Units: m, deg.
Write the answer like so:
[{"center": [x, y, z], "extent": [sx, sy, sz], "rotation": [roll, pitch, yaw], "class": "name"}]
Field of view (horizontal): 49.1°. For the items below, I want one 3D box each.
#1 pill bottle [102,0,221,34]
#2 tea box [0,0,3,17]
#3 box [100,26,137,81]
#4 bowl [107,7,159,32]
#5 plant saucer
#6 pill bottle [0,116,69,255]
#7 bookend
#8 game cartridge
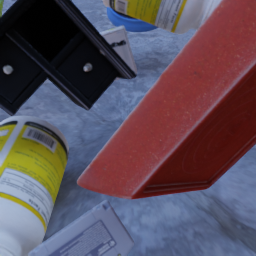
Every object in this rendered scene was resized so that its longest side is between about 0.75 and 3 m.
[{"center": [0.836, -2.977, 6.164], "extent": [2.565, 1.442, 1.442], "rotation": [22, 42, 1], "class": "pill bottle"}, {"center": [-4.171, -2.612, 6.310], "extent": [2.090, 2.056, 1.397], "rotation": [12, 14, -10], "class": "tea box"}, {"center": [-0.228, -1.687, 6.356], "extent": [0.629, 1.078, 0.324], "rotation": [-17, 29, 5], "class": "box"}, {"center": [0.384, -4.142, 9.437], "extent": [2.248, 0.441, 2.248], "rotation": [-1, 58, 2], "class": "bowl"}, {"center": [1.148, -0.058, 3.431], "extent": [2.711, 2.706, 0.497], "rotation": [12, 33, -52], "class": "plant saucer"}, {"center": [-2.172, 1.247, 5.067], "extent": [1.647, 1.647, 2.929], "rotation": [2, 39, 3], "class": "pill bottle"}, {"center": [-1.390, -0.898, 4.739], "extent": [2.133, 2.120, 0.983], "rotation": [-49, 27, -8], "class": "bookend"}, {"center": [-0.539, 1.535, 3.479], "extent": [1.142, 0.233, 0.760], "rotation": [-32, 84, -10], "class": "game cartridge"}]
